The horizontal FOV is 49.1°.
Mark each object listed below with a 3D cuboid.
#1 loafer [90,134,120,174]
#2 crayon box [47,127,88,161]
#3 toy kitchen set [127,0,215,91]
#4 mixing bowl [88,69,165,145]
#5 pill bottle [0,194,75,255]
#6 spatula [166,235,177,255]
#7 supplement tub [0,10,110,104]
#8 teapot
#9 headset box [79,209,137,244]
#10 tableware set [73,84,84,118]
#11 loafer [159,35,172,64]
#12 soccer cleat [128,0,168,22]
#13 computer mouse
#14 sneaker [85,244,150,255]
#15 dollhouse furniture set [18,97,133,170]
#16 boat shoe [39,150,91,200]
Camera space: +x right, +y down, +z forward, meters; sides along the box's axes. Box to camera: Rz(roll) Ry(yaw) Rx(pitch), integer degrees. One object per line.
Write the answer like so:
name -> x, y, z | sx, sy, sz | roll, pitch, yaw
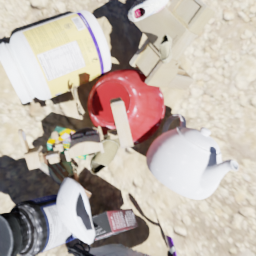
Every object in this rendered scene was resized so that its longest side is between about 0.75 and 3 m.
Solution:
loafer -> -0.621, 0.757, 7.552 | 0.580, 1.526, 0.515 | 20, 43, -12
crayon box -> -1.592, 0.425, 7.784 | 1.121, 0.327, 0.666 | 15, 47, 4
toy kitchen set -> 1.289, -2.652, 8.031 | 2.358, 2.128, 1.924 | -51, 60, 30
mixing bowl -> -0.258, -0.651, 8.089 | 2.392, 1.295, 2.392 | -1, 88, 20
pill bottle -> -2.208, 2.456, 7.184 | 1.337, 2.391, 1.337 | -1, 88, 34
spatula -> 1.119, 3.231, 7.264 | 0.216, 2.098, 0.593 | -17, 77, 5
supplement tub -> -2.104, -2.009, 8.103 | 2.749, 1.999, 1.999 | -26, 80, -14
teapot -> 1.665, 0.692, 7.637 | 2.254, 2.225, 1.647 | 31, 107, 14
headset box -> -0.580, 2.569, 7.363 | 1.060, 1.425, 0.550 | -28, 68, 22
tableware set -> -1.325, -0.691, 7.341 | 0.111, 0.800, 0.957 | -13, 109, -11
loafer -> 0.831, -1.799, 6.361 | 0.286, 0.258, 0.756 | -13, 60, 34
soccer cleat -> 0.531, -2.883, 6.729 | 1.131, 0.488, 0.395 | -30, 117, 1
computer mouse -> -1.181, 2.195, 6.245 | 0.512, 1.279, 2.332 | -27, 116, -36
sneaker -> -0.056, 3.560, 7.359 | 2.760, 1.111, 1.055 | 0, 104, 13
dollhouse furniture set -> -1.040, 0.050, 5.727 | 2.055, 1.065, 0.910 | -14, 104, -2
boat shoe -> -1.714, 1.221, 7.634 | 1.915, 0.725, 0.688 | 34, 75, 19
